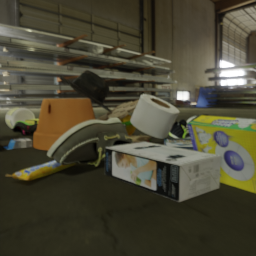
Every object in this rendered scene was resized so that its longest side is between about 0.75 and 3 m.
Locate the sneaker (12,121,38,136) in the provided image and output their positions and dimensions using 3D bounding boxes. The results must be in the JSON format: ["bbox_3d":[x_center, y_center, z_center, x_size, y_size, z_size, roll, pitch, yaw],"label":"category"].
[{"bbox_3d":[-4.455,0.129,12.608,1.637,0.628,0.686,6,38,16],"label":"sneaker"}]

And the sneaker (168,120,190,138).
[{"bbox_3d":[2.130,0.095,11.029,0.720,0.831,2.008,-3,7,-22],"label":"sneaker"}]

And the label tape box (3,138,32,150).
[{"bbox_3d":[-3.792,0.540,9.614,0.826,0.262,0.596,-4,8,-37],"label":"label tape box"}]

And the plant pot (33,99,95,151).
[{"bbox_3d":[-2.174,-0.208,9.994,2.396,1.677,2.396,-1,6,0],"label":"plant pot"}]

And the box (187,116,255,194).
[{"bbox_3d":[2.155,0.504,5.079,0.537,1.302,2.219,-28,19,-30],"label":"box"}]

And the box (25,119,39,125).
[{"bbox_3d":[-3.905,-0.175,14.426,0.964,0.642,2.563,5,9,41],"label":"box"}]

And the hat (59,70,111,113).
[{"bbox_3d":[-1.397,-1.584,10.780,2.388,0.963,2.388,35,2,-2],"label":"hat"}]

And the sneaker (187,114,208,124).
[{"bbox_3d":[3.257,-0.016,12.351,1.207,1.032,2.771,-4,-6,40],"label":"sneaker"}]

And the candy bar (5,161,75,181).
[{"bbox_3d":[-1.836,0.909,6.309,0.496,0.220,1.988,2,6,22],"label":"candy bar"}]

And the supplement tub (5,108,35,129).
[{"bbox_3d":[-5.642,-0.454,14.508,1.171,1.171,1.615,-5,7,-37],"label":"supplement tub"}]

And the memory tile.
[{"bbox_3d":[-0.249,-0.654,10.852,1.548,0.170,2.019,-34,15,-29],"label":"memory tile"}]

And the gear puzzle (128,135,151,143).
[{"bbox_3d":[0.213,0.479,10.235,1.228,0.310,2.371,1,4,13],"label":"gear puzzle"}]

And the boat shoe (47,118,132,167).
[{"bbox_3d":[-0.765,0.411,7.040,1.069,0.894,2.991,-46,-12,24],"label":"boat shoe"}]

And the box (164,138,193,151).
[{"bbox_3d":[2.171,0.616,8.195,2.177,0.410,1.487,1,6,5],"label":"box"}]

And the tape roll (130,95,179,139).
[{"bbox_3d":[0.843,-0.386,8.957,1.337,0.918,1.337,20,20,-8],"label":"tape roll"}]

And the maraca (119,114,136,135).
[{"bbox_3d":[-0.200,-0.090,11.097,1.325,1.034,1.933,-14,-2,-32],"label":"maraca"}]

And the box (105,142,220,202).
[{"bbox_3d":[0.612,0.775,5.701,1.243,0.641,2.131,-5,9,-40],"label":"box"}]
